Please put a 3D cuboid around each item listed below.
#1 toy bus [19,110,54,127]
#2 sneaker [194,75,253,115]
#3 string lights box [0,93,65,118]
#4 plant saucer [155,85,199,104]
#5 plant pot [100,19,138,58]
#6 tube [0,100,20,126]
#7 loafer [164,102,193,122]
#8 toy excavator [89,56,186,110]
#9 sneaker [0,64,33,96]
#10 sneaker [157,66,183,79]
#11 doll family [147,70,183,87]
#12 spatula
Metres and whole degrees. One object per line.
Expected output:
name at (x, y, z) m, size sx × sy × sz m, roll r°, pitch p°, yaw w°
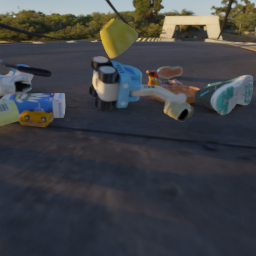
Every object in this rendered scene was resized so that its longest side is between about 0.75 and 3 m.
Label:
toy bus at (-2.369, -0.240, 7.258) m, size 0.904 × 0.354 × 0.294 m, roll 6°, pitch 40°, yaw 15°
sneaker at (3.099, -1.180, 8.998) m, size 2.644 × 1.026 × 1.206 m, roll -17°, pitch 24°, yaw -42°
string lights box at (-2.729, -0.639, 8.121) m, size 1.727 × 0.509 × 0.887 m, roll -3°, pitch 23°, yaw -8°
plant saucer at (1.738, -1.178, 9.906) m, size 1.783 × 0.334 × 1.783 m, roll 0°, pitch 20°, yaw 0°
plant pot at (-0.382, -2.882, 8.726) m, size 1.161 × 0.824 × 1.161 m, roll -33°, pitch 28°, yaw 20°
tube at (-3.583, -0.105, 6.312) m, size 2.101 × 0.545 × 0.609 m, roll -21°, pitch -5°, yaw -32°
loafer at (1.287, -0.353, 6.750) m, size 0.399 × 0.442 × 1.167 m, roll 45°, pitch 26°, yaw 28°
toy excavator at (0.241, -1.258, 8.727) m, size 2.512 × 1.255 × 2.442 m, roll -6°, pitch 37°, yaw -19°
sneaker at (-4.121, -1.728, 10.785) m, size 1.126 × 0.974 × 2.598 m, roll 10°, pitch 29°, yaw 6°
sneaker at (1.937, -2.770, 13.942) m, size 1.665 × 0.594 × 0.665 m, roll -12°, pitch 16°, yaw -38°
doll family at (1.374, -1.765, 11.251) m, size 1.592 × 0.717 × 0.988 m, roll 25°, pitch 20°, yaw 13°
spatula at (-4.298, -2.312, 10.355) m, size 2.890 × 0.297 × 0.817 m, roll 12°, pitch 62°, yaw -13°
